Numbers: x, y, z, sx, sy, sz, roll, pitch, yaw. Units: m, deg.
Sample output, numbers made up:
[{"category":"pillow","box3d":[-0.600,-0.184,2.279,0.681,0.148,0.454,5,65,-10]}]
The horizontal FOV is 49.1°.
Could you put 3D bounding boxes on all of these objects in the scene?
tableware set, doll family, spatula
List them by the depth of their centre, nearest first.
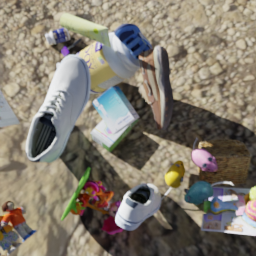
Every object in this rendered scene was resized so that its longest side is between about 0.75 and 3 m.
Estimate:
[{"category":"doll family","box3d":[-2.857,2.203,5.675,0.814,1.807,1.122,-42,85,21]},{"category":"tableware set","box3d":[0.827,-1.458,8.505,0.948,0.132,1.134,26,85,46]},{"category":"spatula","box3d":[-1.995,-2.880,9.886,0.939,0.096,0.265,-32,92,17]}]

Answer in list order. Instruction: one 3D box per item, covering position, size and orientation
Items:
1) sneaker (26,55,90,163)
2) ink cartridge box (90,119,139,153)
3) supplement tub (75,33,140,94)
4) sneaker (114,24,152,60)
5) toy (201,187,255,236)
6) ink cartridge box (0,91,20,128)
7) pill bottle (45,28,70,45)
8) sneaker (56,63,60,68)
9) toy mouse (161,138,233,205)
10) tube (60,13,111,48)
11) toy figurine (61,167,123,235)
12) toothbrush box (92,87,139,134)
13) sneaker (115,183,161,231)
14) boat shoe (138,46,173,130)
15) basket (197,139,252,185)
[{"category":"sneaker","box3d":[-1.614,-0.390,6.590,1.000,0.969,2.738,18,96,4]},{"category":"ink cartridge box","box3d":[-0.395,-0.046,8.774,0.774,0.442,1.490,36,68,17]},{"category":"supplement tub","box3d":[-0.624,-2.048,8.774,2.004,1.457,1.457,-21,56,34]},{"category":"sneaker","box3d":[0.233,-2.280,7.638,0.574,1.552,0.638,-28,63,29]},{"category":"toy","box3d":[3.106,1.903,6.880,2.518,0.595,1.450,-5,35,26]},{"category":"ink cartridge box","box3d":[-4.524,-1.015,7.707,0.768,2.188,2.691,-27,90,18]},{"category":"pill bottle","box3d":[-2.649,-3.426,10.517,0.835,0.483,0.483,-22,65,-10]},{"category":"sneaker","box3d":[-2.016,-1.786,9.639,0.459,0.414,1.119,-36,91,-32]},{"category":"toy mouse","box3d":[1.799,1.226,7.329,1.837,0.400,2.068,11,71,44]},{"category":"tube","box3d":[-1.123,-2.641,7.468,1.577,0.458,0.409,28,105,21]},{"category":"toy figurine","box3d":[-0.632,1.984,7.153,1.601,1.739,1.306,27,36,-2]},{"category":"toothbrush box","box3d":[-0.336,-0.480,7.596,0.775,0.452,1.059,-37,83,22]},{"category":"sneaker","box3d":[0.426,1.758,6.949,0.788,2.158,0.764,28,107,14]},{"category":"boat shoe","box3d":[0.728,-1.039,7.597,0.793,0.837,2.210,-2,97,25]},{"category":"basket","box3d":[2.735,0.982,8.245,1.375,1.025,0.982,-3,30,-1]}]
